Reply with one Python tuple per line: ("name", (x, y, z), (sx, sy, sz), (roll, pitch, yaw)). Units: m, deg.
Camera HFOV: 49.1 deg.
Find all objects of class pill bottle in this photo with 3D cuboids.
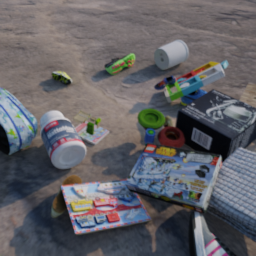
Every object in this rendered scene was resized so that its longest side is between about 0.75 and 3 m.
("pill bottle", (-2.365, 0.341, 9.749), (1.191, 1.191, 1.992), (-19, 49, -23))

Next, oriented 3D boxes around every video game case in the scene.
("video game case", (-1.519, 0.175, 11.078), (1.259, 0.110, 0.900), (23, 44, 26))

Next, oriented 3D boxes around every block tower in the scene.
("block tower", (5.159, -0.986, 12.002), (0.759, 0.812, 2.810), (20, 42, 23))

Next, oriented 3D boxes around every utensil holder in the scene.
("utensil holder", (2.359, -4.004, 15.453), (1.502, 1.277, 1.277), (-30, 47, -28))

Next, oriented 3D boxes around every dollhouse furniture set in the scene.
("dollhouse furniture set", (-1.606, -0.203, 10.800), (0.942, 0.473, 0.617), (22, 39, 15))

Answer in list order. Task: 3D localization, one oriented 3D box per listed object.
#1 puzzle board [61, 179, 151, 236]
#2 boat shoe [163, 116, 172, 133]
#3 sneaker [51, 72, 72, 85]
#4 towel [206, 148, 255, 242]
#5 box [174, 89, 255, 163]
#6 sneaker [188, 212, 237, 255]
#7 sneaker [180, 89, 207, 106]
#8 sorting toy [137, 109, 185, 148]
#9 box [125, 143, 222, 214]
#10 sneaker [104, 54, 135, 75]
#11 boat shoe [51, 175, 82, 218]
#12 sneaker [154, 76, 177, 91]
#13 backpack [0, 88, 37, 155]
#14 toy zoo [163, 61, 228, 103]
("puzzle board", (-0.645, 2.134, 8.023), (2.231, 0.194, 1.681), (0, 35, -29))
("boat shoe", (1.519, -0.021, 10.836), (0.307, 0.359, 0.979), (4, 63, -23))
("sneaker", (-3.302, -2.617, 14.275), (1.377, 0.519, 0.526), (29, 47, 29))
("towel", (3.460, 1.849, 7.630), (2.118, 1.095, 2.558), (-38, 29, -19))
("box", (3.323, -0.082, 10.378), (2.242, 1.413, 2.281), (-29, 47, -33))
("sneaker", (2.338, 3.125, 6.572), (1.558, 1.079, 2.581), (-1, 41, 1))
("sneaker", (3.371, -1.300, 12.398), (2.064, 0.809, 0.680), (9, 37, 9))
("sorting toy", (1.079, 0.238, 10.356), (1.232, 0.841, 2.050), (-29, 57, -30))
("box", (1.313, 1.361, 8.225), (2.421, 0.483, 1.657), (9, 53, 34))
("sneaker", (-0.429, -3.620, 15.318), (0.874, 0.801, 2.087), (35, 49, 31))
("boat shoe", (-1.877, 2.000, 8.374), (0.555, 0.475, 1.515), (34, 34, -1))
("sneaker", (1.665, -2.094, 12.803), (1.082, 0.424, 0.407), (-28, 63, 9))
("backpack", (-4.510, -0.218, 10.154), (1.954, 2.073, 2.541), (-12, 44, -36))
("toy zoo", (2.995, -2.171, 12.434), (2.982, 0.305, 1.957), (-26, 21, 11))
